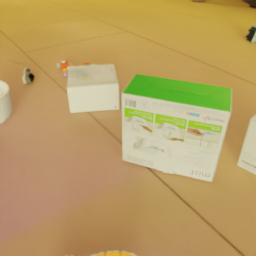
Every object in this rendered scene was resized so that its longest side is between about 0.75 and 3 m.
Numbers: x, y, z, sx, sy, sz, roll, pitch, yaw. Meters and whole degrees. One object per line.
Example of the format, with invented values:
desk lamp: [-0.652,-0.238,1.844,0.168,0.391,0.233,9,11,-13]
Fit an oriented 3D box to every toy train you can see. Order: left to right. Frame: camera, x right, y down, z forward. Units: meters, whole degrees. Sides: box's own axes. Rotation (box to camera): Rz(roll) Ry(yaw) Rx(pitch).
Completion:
toy train: [-2.479,-2.990,13.336,1.940,0.540,1.457,-2,36,-2]

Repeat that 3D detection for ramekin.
ramekin: [-5.194,-0.814,9.878,2.098,1.023,2.098,0,36,0]

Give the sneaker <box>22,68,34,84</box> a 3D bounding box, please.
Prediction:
sneaker: [-4.430,-2.323,12.541,0.479,0.404,1.095,-5,40,-8]

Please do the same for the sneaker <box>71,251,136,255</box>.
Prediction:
sneaker: [-0.604,2.793,5.186,1.996,0.781,0.771,-6,49,-2]

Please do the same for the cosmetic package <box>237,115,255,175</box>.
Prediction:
cosmetic package: [4.013,0.278,7.822,1.006,1.636,1.631,30,45,34]

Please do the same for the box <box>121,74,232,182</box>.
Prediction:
box: [1.227,0.007,7.614,2.630,2.321,1.272,11,38,16]

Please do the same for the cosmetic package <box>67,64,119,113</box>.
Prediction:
cosmetic package: [-1.357,-1.567,10.843,1.845,1.138,1.851,-5,37,-7]

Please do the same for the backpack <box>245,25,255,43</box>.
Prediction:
backpack: [7.657,-5.652,16.663,0.836,0.985,1.110,33,50,25]
